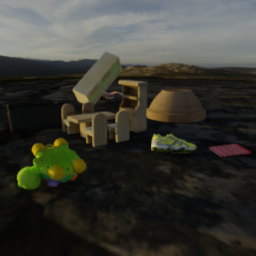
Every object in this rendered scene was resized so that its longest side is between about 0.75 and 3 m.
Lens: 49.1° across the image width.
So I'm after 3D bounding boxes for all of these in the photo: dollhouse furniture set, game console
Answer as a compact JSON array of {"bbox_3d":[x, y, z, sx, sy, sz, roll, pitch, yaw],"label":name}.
[{"bbox_3d":[-0.798,-0.743,10.807,2.957,1.964,2.591,-10,17,-34],"label":"dollhouse furniture set"},{"bbox_3d":[-3.939,-0.341,12.772,2.770,1.612,2.436,-6,-15,-24],"label":"game console"}]

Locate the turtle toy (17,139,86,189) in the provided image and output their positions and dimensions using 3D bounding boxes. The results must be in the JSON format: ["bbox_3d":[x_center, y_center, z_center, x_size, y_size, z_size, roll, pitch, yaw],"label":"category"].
[{"bbox_3d":[-1.795,0.928,6.500,1.537,0.777,1.120,-14,44,-40],"label":"turtle toy"}]

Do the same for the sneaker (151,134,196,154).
[{"bbox_3d":[1.406,0.468,8.408,1.446,0.553,0.545,7,-21,-19],"label":"sneaker"}]

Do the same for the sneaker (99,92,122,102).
[{"bbox_3d":[-1.190,-1.970,19.017,1.804,0.695,0.739,2,40,14],"label":"sneaker"}]

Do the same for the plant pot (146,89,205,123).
[{"bbox_3d":[2.397,-1.213,14.044,2.949,1.361,2.949,0,13,0],"label":"plant pot"}]

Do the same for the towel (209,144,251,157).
[{"bbox_3d":[3.194,0.721,8.782,1.054,0.118,0.762,-5,17,-13],"label":"towel"}]

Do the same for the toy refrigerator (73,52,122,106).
[{"bbox_3d":[-1.311,-2.187,12.735,0.873,0.948,2.497,28,67,22],"label":"toy refrigerator"}]

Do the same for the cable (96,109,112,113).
[{"bbox_3d":[-1.201,-0.821,14.758,0.773,0.241,0.947,8,15,28],"label":"cable"}]
